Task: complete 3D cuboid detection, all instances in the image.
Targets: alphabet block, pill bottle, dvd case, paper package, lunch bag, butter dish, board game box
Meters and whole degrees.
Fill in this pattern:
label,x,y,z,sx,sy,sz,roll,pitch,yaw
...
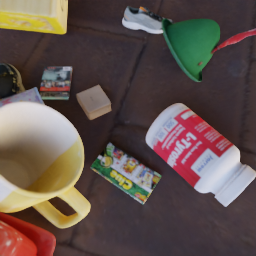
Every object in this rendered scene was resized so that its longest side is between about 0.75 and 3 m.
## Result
label,x,y,z,sx,sy,sz,roll,pitch,yaw
alphabet block,-3.260,-4.547,8.413,2.690,2.676,2.739,4,99,-5
pill bottle,1.796,0.660,7.050,1.436,1.436,2.558,-38,66,-20
dvd case,-2.332,-1.478,9.078,0.942,0.142,1.290,-1,61,0
paper package,-1.024,-0.781,8.499,0.786,0.427,0.825,-26,62,-15
lunch bag,-2.885,-0.208,7.850,1.307,0.980,1.542,-23,51,-14
butter dish,-3.250,2.631,5.306,2.826,2.089,2.818,18,50,8
board game box,-0.065,1.170,7.414,1.681,0.197,0.881,31,70,13

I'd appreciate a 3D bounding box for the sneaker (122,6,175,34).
label,x,y,z,sx,sy,sz,roll,pitch,yaw
sneaker,0.743,-3.929,10.133,1.917,0.760,0.708,10,48,4

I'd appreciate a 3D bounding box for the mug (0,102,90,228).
label,x,y,z,sx,sy,sz,roll,pitch,yaw
mug,-2.359,1.105,6.259,2.130,2.183,2.660,-3,63,-45

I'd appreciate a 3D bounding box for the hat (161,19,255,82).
label,x,y,z,sx,sy,sz,roll,pitch,yaw
hat,2.588,-2.910,8.255,2.219,2.358,2.679,56,29,-11

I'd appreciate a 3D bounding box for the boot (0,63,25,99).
label,x,y,z,sx,sy,sz,roll,pitch,yaw
boot,-3.879,-1.485,8.335,0.643,1.346,1.782,-41,64,15
